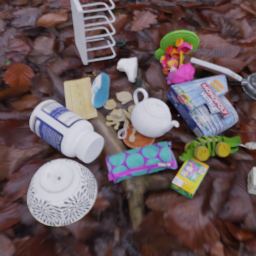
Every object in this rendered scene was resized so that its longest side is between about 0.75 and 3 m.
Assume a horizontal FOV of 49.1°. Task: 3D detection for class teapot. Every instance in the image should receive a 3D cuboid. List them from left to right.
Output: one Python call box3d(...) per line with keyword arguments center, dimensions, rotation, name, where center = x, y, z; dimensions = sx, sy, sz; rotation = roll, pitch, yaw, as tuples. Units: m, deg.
box3d(center=(0.893, -0.525, 10.081), dimensions=(1.574, 1.149, 1.553), rotation=(14, 45, -9), name="teapot")

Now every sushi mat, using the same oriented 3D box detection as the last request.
box3d(center=(-1.994, -1.173, 11.503), dimensions=(1.159, 0.147, 2.423), rotation=(-10, 51, -7), name="sushi mat")

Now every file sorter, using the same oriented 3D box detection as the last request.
box3d(center=(-1.550, -4.586, 12.708), dimensions=(1.629, 2.616, 1.815), rotation=(-14, 52, -14), name="file sorter")

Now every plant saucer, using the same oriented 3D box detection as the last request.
box3d(center=(0.383, 0.325, 10.267), dimensions=(1.176, 0.190, 1.176), rotation=(0, 50, 0), name="plant saucer")

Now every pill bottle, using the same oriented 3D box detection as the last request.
box3d(center=(-2.074, 0.156, 9.634), dimensions=(2.450, 1.361, 1.361), rotation=(31, 57, 23), name="pill bottle")

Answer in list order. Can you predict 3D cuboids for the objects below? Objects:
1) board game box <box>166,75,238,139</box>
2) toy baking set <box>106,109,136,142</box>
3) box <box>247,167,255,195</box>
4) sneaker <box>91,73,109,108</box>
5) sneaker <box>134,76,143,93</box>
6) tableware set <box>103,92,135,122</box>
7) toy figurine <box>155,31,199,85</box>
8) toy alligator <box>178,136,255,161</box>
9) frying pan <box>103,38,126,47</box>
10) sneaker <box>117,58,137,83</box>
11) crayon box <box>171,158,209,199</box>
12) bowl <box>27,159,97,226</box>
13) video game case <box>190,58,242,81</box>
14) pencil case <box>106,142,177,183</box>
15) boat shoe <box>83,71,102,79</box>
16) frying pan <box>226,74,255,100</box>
box3d(center=(3.048, -0.965, 10.513), dimensions=(2.303, 0.711, 2.305), rotation=(-28, 72, -20), name="board game box")
box3d(center=(-0.152, -0.100, 10.245), dimensions=(1.521, 0.177, 1.167), rotation=(42, 51, 18), name="toy baking set")
box3d(center=(4.717, 1.832, 8.778), dimensions=(1.733, 0.593, 0.712), rotation=(11, 52, 9), name="box")
box3d(center=(-1.196, -1.445, 11.440), dimensions=(0.617, 0.651, 1.613), rotation=(32, 53, -30), name="sneaker")
box3d(center=(0.402, -1.862, 11.830), dimensions=(0.319, 0.477, 0.833), rotation=(-2, 48, 25), name="sneaker")
box3d(center=(-0.263, -0.842, 11.212), dimensions=(1.346, 0.187, 1.611), rotation=(-21, 52, -19), name="tableware set")
box3d(center=(2.026, -2.653, 11.966), dimensions=(1.651, 2.199, 2.024), rotation=(17, 64, -34), name="toy figurine")
box3d(center=(3.034, 0.549, 9.429), dimensions=(2.869, 0.689, 0.951), rotation=(-9, 10, -13), name="toy alligator")
box3d(center=(-0.674, -4.255, 13.994), dimensions=(1.119, 0.182, 0.677), rotation=(-2, 50, 1), name="frying pan")
box3d(center=(-0.075, -2.526, 12.418), dimensions=(0.869, 0.554, 1.503), rotation=(-2, 48, 9), name="sneaker")
box3d(center=(2.012, 1.593, 9.116), dimensions=(0.739, 0.362, 1.244), rotation=(28, 56, 21), name="crayon box")
box3d(center=(-2.098, 1.726, 8.581), dimensions=(2.219, 1.041, 2.219), rotation=(0, 50, 0), name="bowl")
box3d(center=(3.676, -2.420, 11.680), dimensions=(1.724, 0.197, 1.569), rotation=(31, 16, 38), name="video game case")
box3d(center=(0.422, 1.100, 8.915), dimensions=(2.143, 0.912, 0.990), rotation=(-15, 24, 5), name="pencil case")
box3d(center=(-1.575, -2.377, 12.390), dimensions=(0.862, 0.303, 0.304), rotation=(-13, 50, -12), name="boat shoe")
box3d(center=(5.256, -2.016, 12.064), dimensions=(2.679, 0.436, 1.621), rotation=(30, 57, 18), name="frying pan")
